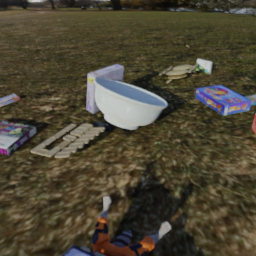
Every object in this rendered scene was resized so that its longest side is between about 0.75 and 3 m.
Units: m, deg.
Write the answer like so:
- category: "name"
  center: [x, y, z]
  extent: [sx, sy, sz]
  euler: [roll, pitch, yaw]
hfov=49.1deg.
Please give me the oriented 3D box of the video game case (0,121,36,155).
- category: "video game case"
  center: [-4.577, 0.300, 10.132]
  extent: [1.809, 0.324, 1.639]
  euler: [8, 30, 15]

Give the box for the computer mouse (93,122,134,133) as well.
- category: "computer mouse"
  center: [-0.578, -0.035, 10.805]
  extent: [1.624, 0.276, 0.476]
  euler: [4, 28, 7]

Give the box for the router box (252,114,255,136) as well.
- category: "router box"
  center: [6.024, 0.385, 9.616]
  extent: [2.732, 0.667, 2.452]
  euler: [4, 29, 7]

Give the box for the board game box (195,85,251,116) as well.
- category: "board game box"
  center: [4.321, -1.320, 12.912]
  extent: [1.432, 0.477, 2.131]
  euler: [-11, 31, -18]

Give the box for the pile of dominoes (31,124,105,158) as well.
- category: "pile of dominoes"
  center: [-2.003, 0.516, 9.772]
  extent: [1.689, 0.345, 2.167]
  euler: [9, 34, 36]

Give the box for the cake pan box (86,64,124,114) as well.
- category: "cake pan box"
  center: [-0.977, -1.737, 12.273]
  extent: [0.500, 1.759, 1.910]
  euler: [32, 42, 27]

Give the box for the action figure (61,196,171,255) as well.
- category: "action figure"
  center: [-0.042, 2.780, 5.147]
  extent: [2.638, 1.380, 2.552]
  euler: [30, 42, 6]

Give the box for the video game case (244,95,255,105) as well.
- category: "video game case"
  center: [5.998, -1.338, 13.355]
  extent: [1.061, 0.094, 0.759]
  euler: [-11, 31, -20]

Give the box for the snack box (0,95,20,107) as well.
- category: "snack box"
  center: [-5.803, -1.229, 13.069]
  extent: [0.506, 0.171, 1.408]
  euler: [21, 35, 33]

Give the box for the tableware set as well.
- category: "tableware set"
  center: [3.041, -3.174, 16.269]
  extent: [1.802, 0.546, 2.726]
  euler: [0, 21, 24]

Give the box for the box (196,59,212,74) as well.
- category: "box"
  center: [4.618, -3.756, 17.100]
  extent: [0.179, 0.712, 0.986]
  euler: [-23, 36, -37]

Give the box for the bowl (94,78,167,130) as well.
- category: "bowl"
  center: [-0.079, -0.804, 10.702]
  extent: [2.917, 1.311, 2.917]
  euler: [18, 17, -6]
